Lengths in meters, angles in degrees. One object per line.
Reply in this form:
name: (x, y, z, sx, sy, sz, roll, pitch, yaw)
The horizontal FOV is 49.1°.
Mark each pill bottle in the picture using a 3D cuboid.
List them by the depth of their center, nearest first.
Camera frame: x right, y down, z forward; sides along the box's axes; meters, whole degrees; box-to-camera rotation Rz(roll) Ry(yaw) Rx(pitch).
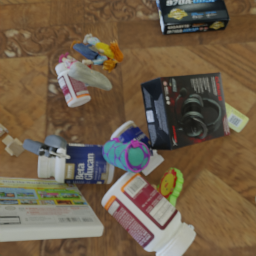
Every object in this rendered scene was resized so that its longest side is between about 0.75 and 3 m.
pill bottle: (0.440, 1.934, 6.106, 1.911, 1.091, 1.091, 42, 73, 15)
pill bottle: (-1.349, 0.937, 7.323, 1.859, 1.033, 1.033, 3, 67, -12)
pill bottle: (0.263, 0.571, 7.721, 0.822, 0.822, 1.421, -40, 80, -15)
pill bottle: (-1.684, -1.319, 8.458, 0.717, 0.717, 1.256, -22, 86, -9)

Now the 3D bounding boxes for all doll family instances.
doll family: (-0.751, -1.783, 6.889, 1.132, 0.822, 1.824, 34, 37, 6)

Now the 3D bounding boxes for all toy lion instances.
toy lion: (0.970, 1.661, 7.058, 0.422, 1.179, 1.230, 26, 41, -17)

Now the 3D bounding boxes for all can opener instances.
can opener: (-1.719, 0.356, 5.914, 1.543, 0.411, 0.516, 11, 83, 47)

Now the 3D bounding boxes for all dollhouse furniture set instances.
dollhouse furniture set: (-4.144, 0.135, 7.933, 2.164, 0.958, 1.122, 39, 72, 14)

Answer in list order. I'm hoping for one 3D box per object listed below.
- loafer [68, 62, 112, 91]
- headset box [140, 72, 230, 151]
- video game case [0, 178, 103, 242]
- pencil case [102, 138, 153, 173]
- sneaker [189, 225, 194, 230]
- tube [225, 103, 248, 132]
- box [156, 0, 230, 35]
loafer: (-0.827, -1.082, 6.222, 1.056, 0.368, 0.369, 26, 36, -35)
headset box: (1.420, -0.420, 6.445, 2.052, 0.793, 1.527, -10, 92, -30)
video game case: (-2.084, 1.708, 6.202, 2.482, 2.259, 0.284, 9, 101, -30)
pencil case: (-0.073, 0.576, 6.258, 0.639, 1.502, 0.694, 2, 88, -24)
sneaker: (1.268, 2.630, 6.935, 0.980, 0.358, 0.347, -20, 62, -44)
tube: (2.553, -0.624, 8.225, 1.947, 0.506, 0.565, 35, 36, 10)
box: (2.236, -4.280, 9.997, 2.309, 0.531, 1.835, -5, 67, -2)
